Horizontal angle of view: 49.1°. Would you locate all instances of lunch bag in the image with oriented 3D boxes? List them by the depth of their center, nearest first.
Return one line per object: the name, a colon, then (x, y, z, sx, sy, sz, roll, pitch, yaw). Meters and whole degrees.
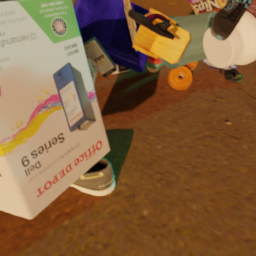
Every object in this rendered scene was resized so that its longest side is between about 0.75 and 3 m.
lunch bag: (4.409, -3.201, 13.219, 1.288, 0.938, 1.515, 21, 9, 33)

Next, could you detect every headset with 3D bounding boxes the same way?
headset: (4.628, -2.364, 12.693, 0.672, 0.511, 1.089, -28, 58, -25)

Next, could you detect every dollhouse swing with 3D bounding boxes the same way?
dollhouse swing: (0.836, -2.176, 6.872, 0.912, 1.003, 0.882, 6, 30, -46)

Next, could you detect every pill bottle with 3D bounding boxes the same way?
pill bottle: (3.305, -2.542, 7.390, 2.521, 1.424, 1.424, -26, 42, -17)

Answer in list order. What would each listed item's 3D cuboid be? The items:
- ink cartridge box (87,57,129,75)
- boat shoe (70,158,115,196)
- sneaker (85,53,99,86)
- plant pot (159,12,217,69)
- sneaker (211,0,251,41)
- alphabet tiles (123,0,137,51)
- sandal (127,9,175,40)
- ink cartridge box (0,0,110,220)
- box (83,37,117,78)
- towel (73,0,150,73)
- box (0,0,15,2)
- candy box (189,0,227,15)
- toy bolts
ink cartridge box: (-1.069, -3.388, 14.013, 1.254, 0.491, 2.649, -16, 36, -21)
boat shoe: (-1.680, 1.031, 7.376, 2.758, 0.824, 0.986, 9, 36, 13)
sneaker: (-1.183, -1.474, 8.069, 0.957, 0.823, 2.261, -17, 59, -17)
plant pot: (2.000, -2.741, 8.609, 1.682, 1.682, 1.647, -32, 24, -37)
sneaker: (2.308, -2.579, 6.166, 0.526, 0.589, 1.438, 31, 74, -10)
alphabet tiles: (0.046, -2.948, 7.494, 0.052, 1.635, 1.361, -14, -2, -1)
sandal: (0.510, -1.833, 4.892, 0.482, 0.307, 1.282, 45, 25, 26)
ink cartridge box: (-1.672, -0.426, 4.650, 1.312, 2.998, 2.179, 6, 28, 33)
box: (-0.913, -2.247, 9.000, 0.517, 1.256, 0.309, -27, 36, 18)
towel: (-0.461, -3.255, 9.221, 2.873, 2.122, 0.712, 18, 3, -14)
box: (-3.593, -3.874, 8.815, 2.222, 1.401, 2.260, -21, 53, -39)
candy box: (2.643, -4.521, 9.403, 1.225, 2.099, 0.593, 19, 75, 46)
toy bolts: (1.852, -2.658, 12.600, 2.371, 1.644, 2.265, 13, 77, 2)
